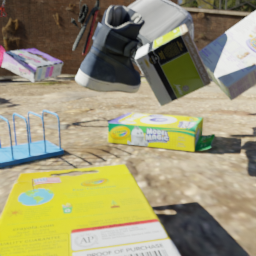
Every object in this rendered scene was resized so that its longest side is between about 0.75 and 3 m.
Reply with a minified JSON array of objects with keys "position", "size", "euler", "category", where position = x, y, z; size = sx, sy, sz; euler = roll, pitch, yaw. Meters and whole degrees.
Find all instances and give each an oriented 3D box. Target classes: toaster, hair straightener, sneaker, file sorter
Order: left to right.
[{"position":[-2.668,0.192,6.976],"size":[1.699,1.042,1.179],"euler":[-11,16,-36],"category":"file sorter"},{"position":[-1.334,-3.192,8.424],"size":[0.721,1.874,0.383],"euler":[18,5,-22],"category":"hair straightener"},{"position":[-0.051,-1.695,6.285],"size":[0.903,1.716,2.375],"euler":[30,19,17],"category":"sneaker"},{"position":[0.713,-2.997,8.984],"size":[1.873,1.648,2.901],"euler":[-42,61,-13],"category":"toaster"}]

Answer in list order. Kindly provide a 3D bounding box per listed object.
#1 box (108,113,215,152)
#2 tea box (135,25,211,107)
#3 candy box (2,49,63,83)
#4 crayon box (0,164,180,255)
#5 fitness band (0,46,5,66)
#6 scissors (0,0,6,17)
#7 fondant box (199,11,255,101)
[{"position":[1.033,0.077,8.251],"size":[2.892,0.699,1.697],"euler":[7,15,20],"category":"box"},{"position":[1.166,-1.612,7.292],"size":[1.449,1.473,0.984],"euler":[-23,24,19],"category":"tea box"},{"position":[-3.795,-2.550,11.270],"size":[1.531,0.653,1.825],"euler":[26,25,10],"category":"candy box"},{"position":[-0.548,1.244,3.264],"size":[1.741,0.696,2.742],"euler":[-3,14,-11],"category":"crayon box"},{"position":[-5.288,-2.574,10.405],"size":[0.291,1.117,1.555],"euler":[32,40,25],"category":"fitness band"},{"position":[-4.722,-4.558,10.490],"size":[0.295,0.806,0.056],"euler":[12,38,-5],"category":"scissors"},{"position":[3.475,-2.191,8.053],"size":[2.498,0.728,1.802],"euler":[-35,48,11],"category":"fondant box"}]
